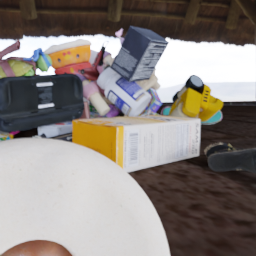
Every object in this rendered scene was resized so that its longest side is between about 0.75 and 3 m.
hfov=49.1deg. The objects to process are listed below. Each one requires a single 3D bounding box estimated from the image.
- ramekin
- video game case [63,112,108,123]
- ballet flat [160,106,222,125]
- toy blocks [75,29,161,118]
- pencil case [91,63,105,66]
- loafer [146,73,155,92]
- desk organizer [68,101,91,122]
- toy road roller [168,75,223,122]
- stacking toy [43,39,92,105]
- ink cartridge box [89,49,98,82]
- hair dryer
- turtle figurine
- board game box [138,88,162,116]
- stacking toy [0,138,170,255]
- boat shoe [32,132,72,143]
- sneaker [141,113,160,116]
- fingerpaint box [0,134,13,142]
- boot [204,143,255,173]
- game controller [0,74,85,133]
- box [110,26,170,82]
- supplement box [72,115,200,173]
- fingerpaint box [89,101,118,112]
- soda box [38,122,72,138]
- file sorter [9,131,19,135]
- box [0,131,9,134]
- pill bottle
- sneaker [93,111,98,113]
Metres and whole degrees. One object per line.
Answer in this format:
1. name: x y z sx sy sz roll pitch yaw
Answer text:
1. ramekin: -0.280 -1.919 11.526 1.122 2.409 2.409 16 2 -16
2. video game case: -1.876 -0.274 10.386 2.644 0.235 1.892 9 22 2
3. ballet flat: 3.130 -0.623 14.184 2.996 1.036 1.066 0 -11 5
4. toy blocks: -0.438 -1.782 9.665 2.444 2.202 2.616 -40 -12 7
5. pencil case: -1.282 -2.341 10.974 1.265 0.566 0.492 -15 6 7
6. loafer: 0.755 -1.816 10.629 0.397 1.105 0.348 3 18 -20
7. desk organizer: -1.877 -0.501 9.006 0.609 0.567 1.582 -12 8 -35
8. toy road roller: 1.955 -0.540 8.045 1.290 1.767 1.086 27 -37 -6
9. stacking toy: -1.902 -1.831 10.188 1.809 2.476 1.809 -15 12 3
10. ink cartridge box: -1.447 -2.158 12.664 0.838 1.455 2.513 22 -17 21
11. hair dryer: -1.024 -1.947 8.490 0.385 1.080 1.419 19 49 20
12. turtle figurine: -3.338 -0.848 7.892 2.791 2.071 2.878 -26 -6 -21
13. board game box: 0.594 -0.631 9.755 0.292 1.304 0.877 25 27 -24
14. stacking toy: -0.684 0.857 1.887 1.346 1.346 1.843 -3 -10 -22
15. boat shoe: -1.979 0.412 6.668 1.928 0.582 0.712 -4 8 -30
16. sneaker: 0.219 -0.015 9.000 2.180 0.812 0.922 -5 -2 -31
17. fingerpaint box: -3.708 0.434 6.953 1.259 0.462 1.051 1 7 6
18. boot: 2.251 0.587 5.802 1.321 0.483 0.995 -5 7 6
19. game controller: -2.193 -0.695 7.232 0.533 1.320 2.531 4 13 44
20. box: 0.329 -1.961 7.514 0.756 1.217 1.227 39 28 16
21. supplement box: 0.241 0.242 6.451 2.589 0.952 1.632 -5 9 -42
22. fingerpaint box: -1.318 -0.673 12.514 1.571 0.576 1.311 16 -18 -21
23. soda box: -1.684 0.173 8.300 0.713 0.666 2.092 2 6 24
24. file sorter: -5.139 -0.327 10.239 1.895 1.188 1.317 -1 7 -8
25. box: -5.142 -0.298 8.912 2.251 1.439 1.227 -1 7 -8
26. pill bottle: -0.166 -1.124 8.721 1.588 0.951 0.951 42 19 11
27. sneaker: -1.655 -0.329 11.789 2.213 0.824 0.936 -2 7 -15
